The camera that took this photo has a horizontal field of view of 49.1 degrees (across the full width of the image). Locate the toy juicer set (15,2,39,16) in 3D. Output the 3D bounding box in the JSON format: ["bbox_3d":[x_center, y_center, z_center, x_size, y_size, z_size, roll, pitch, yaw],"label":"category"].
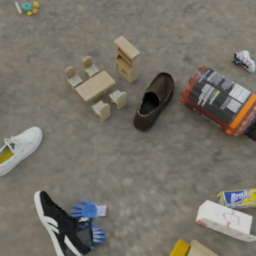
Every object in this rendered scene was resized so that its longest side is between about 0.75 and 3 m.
[{"bbox_3d":[-4.370,-5.117,12.126,0.971,0.264,0.618,-4,81,-5],"label":"toy juicer set"}]

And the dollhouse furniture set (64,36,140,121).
[{"bbox_3d":[-0.760,-1.849,9.757,2.275,1.481,2.090,-36,68,-17],"label":"dollhouse furniture set"}]

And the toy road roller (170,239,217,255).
[{"bbox_3d":[1.459,4.019,6.547,1.606,1.907,2.613,31,67,14],"label":"toy road roller"}]

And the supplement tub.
[{"bbox_3d":[3.227,-0.731,9.192,2.821,1.508,1.508,37,69,15],"label":"supplement tub"}]

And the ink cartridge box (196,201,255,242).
[{"bbox_3d":[2.792,2.624,7.820,1.559,0.908,0.526,20,65,9],"label":"ink cartridge box"}]

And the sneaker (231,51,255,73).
[{"bbox_3d":[4.329,-2.468,10.701,0.755,0.419,1.079,-7,54,-2],"label":"sneaker"}]

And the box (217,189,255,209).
[{"bbox_3d":[3.431,2.112,8.304,1.419,0.497,0.456,-4,63,-2],"label":"box"}]

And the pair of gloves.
[{"bbox_3d":[-1.172,2.796,8.158,1.101,0.156,1.369,2,63,1],"label":"pair of gloves"}]

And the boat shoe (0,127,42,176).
[{"bbox_3d":[-3.610,0.608,8.872,0.728,0.840,1.970,39,70,18],"label":"boat shoe"}]

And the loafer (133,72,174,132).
[{"bbox_3d":[0.977,-1.040,9.673,0.913,0.893,2.502,21,65,10],"label":"loafer"}]

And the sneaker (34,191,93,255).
[{"bbox_3d":[-1.584,2.428,7.463,1.133,0.740,2.025,-26,87,-1],"label":"sneaker"}]
